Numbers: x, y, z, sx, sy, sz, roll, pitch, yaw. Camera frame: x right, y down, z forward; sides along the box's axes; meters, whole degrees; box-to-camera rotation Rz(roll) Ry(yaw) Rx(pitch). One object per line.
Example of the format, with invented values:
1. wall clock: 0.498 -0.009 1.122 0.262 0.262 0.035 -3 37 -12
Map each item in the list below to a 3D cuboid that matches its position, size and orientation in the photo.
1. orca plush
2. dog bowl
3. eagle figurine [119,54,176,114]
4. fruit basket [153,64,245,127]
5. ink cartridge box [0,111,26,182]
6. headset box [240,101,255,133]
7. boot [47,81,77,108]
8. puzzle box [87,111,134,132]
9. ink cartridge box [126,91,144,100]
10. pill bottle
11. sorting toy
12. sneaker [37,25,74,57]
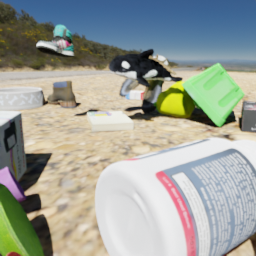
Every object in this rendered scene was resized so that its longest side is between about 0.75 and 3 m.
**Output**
1. orca plush: 0.673 -1.926 8.646 2.526 0.898 1.329 14 39 -22
2. dog bowl: -5.149 -1.404 12.988 2.615 0.767 2.615 -1 14 0
3. eagle figurine: 0.690 -1.781 10.678 1.531 2.029 1.540 3 46 -26
4. fruit basket: 2.479 -1.003 10.117 2.989 2.156 2.989 -41 -1 -1
5. ink cartridge box: -2.279 0.454 4.611 0.698 1.228 1.685 -1 14 -4
6. headset box: 4.317 -0.335 8.765 1.435 0.724 1.931 5 15 19
7. boot: -3.155 -1.694 13.192 0.929 1.205 2.486 -11 18 -38
8. puzzle box: -0.657 -0.251 9.422 1.297 0.248 1.950 -3 14 -12
9. ink cartridge box: 0.530 -1.752 15.083 1.185 0.398 0.688 5 15 19
10. pill bottle: 0.817 0.791 3.224 2.108 1.260 1.260 -11 18 -34
11. sorting toy: -1.412 1.270 2.660 0.986 0.992 2.862 -30 26 -16
12. sneaker: -2.183 -2.698 8.538 0.608 0.878 1.455 2 5 26
